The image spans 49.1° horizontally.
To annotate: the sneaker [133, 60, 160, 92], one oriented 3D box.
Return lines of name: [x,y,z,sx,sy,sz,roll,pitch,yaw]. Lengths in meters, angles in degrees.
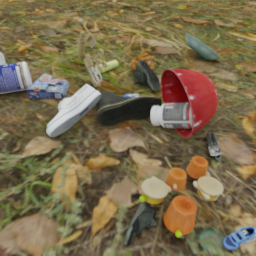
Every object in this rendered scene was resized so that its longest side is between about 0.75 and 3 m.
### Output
sneaker: [0.881,-2.341,13.779,0.687,1.029,1.796,-22,69,-34]

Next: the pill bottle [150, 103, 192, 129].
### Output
pill bottle: [1.780,-0.477,10.833,1.690,0.979,0.979,1,35,28]

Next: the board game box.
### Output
board game box: [-3.754,-2.031,13.435,1.666,0.514,1.665,0,38,0]

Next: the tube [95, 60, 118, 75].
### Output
tube: [-1.188,-3.255,15.038,1.515,0.440,0.393,-28,4,-37]

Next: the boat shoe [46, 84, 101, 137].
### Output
boat shoe: [-2.295,-0.736,11.092,0.918,1.033,2.808,40,53,7]

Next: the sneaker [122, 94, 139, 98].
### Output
sneaker: [0.109,-1.345,12.748,0.848,0.314,0.349,-9,41,-10]

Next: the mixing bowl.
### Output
mixing bowl: [2.367,-1.085,10.392,1.424,2.630,2.630,-19,41,-10]

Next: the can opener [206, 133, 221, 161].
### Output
can opener: [3.098,0.691,10.177,0.375,0.470,1.407,-9,26,12]

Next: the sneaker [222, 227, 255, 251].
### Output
sneaker: [2.911,2.851,7.320,1.002,0.412,0.370,-17,43,-18]

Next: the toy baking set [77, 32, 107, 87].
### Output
toy baking set: [-1.751,-3.071,12.887,0.301,2.591,1.989,-28,72,-29]

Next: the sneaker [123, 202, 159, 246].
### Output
sneaker: [0.380,2.648,7.486,0.709,0.473,1.237,29,58,10]

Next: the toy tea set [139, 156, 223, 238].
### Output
toy tea set: [1.660,1.928,8.108,2.837,1.050,1.687,-21,43,-38]

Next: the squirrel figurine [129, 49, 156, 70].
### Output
squirrel figurine: [0.790,-3.329,14.933,1.418,1.004,1.324,-11,49,4]

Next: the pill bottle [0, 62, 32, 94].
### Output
pill bottle: [-5.790,-2.273,13.097,2.280,1.320,1.320,-12,40,-13]

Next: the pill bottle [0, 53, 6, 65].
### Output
pill bottle: [-7.592,-3.292,14.480,2.152,1.229,1.229,-6,39,-7]

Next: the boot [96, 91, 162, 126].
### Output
boot: [-0.113,-1.182,12.003,2.731,1.058,1.889,-10,35,-13]

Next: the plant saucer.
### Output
plant saucer: [4.126,-4.472,15.957,2.377,0.458,2.377,32,16,-11]
